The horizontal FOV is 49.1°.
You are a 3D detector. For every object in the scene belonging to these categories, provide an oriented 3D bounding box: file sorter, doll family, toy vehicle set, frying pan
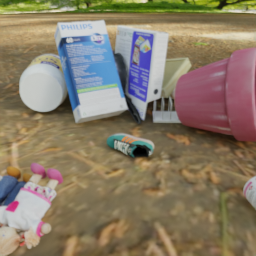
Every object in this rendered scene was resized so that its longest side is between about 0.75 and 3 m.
[{"bbox_3d":[1.275,-0.577,8.515,1.015,0.632,0.705,2,28,2],"label":"file sorter"},{"bbox_3d":[-2.360,1.299,4.358,2.691,1.212,1.670,17,45,9],"label":"doll family"},{"bbox_3d":[0.706,-1.743,9.744,2.581,0.342,1.603,10,53,46],"label":"toy vehicle set"},{"bbox_3d":[-0.366,-1.113,9.166,0.461,1.711,2.829,-2,69,-24],"label":"frying pan"}]

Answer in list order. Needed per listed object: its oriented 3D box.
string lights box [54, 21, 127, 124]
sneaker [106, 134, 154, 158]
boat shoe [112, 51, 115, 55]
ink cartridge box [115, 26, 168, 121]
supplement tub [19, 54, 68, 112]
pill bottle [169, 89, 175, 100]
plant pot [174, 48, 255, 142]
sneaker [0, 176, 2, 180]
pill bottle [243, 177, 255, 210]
[{"bbox_3d":[-1.130,-1.681,8.327,1.442,2.807,0.828,-12,-6,-23],"label":"string lights box"},{"bbox_3d":[0.010,0.445,6.751,1.189,0.424,0.475,8,24,12],"label":"sneaker"},{"bbox_3d":[-1.209,-2.514,11.259,2.873,1.033,0.931,-20,6,-14],"label":"boat shoe"},{"bbox_3d":[0.232,-1.800,8.795,0.545,2.511,2.488,-3,23,-28],"label":"ink cartridge box"},{"bbox_3d":[-2.734,-1.523,9.371,1.509,1.509,2.075,-3,27,-6],"label":"supplement tub"},{"bbox_3d":[1.489,-1.662,10.238,0.970,0.970,1.676,-16,32,-28],"label":"pill bottle"},{"bbox_3d":[2.492,-0.806,7.475,2.084,2.328,2.328,0,23,36],"label":"plant pot"},{"bbox_3d":[-2.935,1.299,5.107,1.617,0.598,0.662,-4,51,-10],"label":"sneaker"},{"bbox_3d":[2.524,1.339,4.856,0.576,0.576,1.016,-5,28,-10],"label":"pill bottle"}]
